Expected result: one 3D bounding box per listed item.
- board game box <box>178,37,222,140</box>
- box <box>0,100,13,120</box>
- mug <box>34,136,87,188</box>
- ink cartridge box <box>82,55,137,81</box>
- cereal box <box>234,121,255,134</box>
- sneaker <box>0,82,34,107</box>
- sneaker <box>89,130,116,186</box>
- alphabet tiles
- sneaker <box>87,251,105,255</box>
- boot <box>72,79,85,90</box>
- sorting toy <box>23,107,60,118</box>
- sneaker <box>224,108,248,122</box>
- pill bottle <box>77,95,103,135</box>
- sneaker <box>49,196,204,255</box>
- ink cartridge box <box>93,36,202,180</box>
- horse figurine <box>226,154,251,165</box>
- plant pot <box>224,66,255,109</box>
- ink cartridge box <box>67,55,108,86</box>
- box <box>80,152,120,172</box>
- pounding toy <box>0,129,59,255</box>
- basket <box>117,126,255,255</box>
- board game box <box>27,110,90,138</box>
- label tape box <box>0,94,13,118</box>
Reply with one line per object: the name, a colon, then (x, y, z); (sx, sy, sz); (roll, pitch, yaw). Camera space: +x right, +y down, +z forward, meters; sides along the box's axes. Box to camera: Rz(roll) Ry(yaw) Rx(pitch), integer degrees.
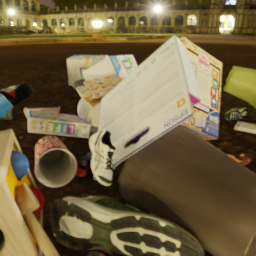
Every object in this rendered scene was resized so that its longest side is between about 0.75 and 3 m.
board game box: (1.957, -1.085, 8.309); (1.926, 2.542, 0.589); (19, -18, -35)
box: (-5.257, -0.751, 11.798); (0.650, 0.824, 0.210); (1, 18, -1)
mug: (-1.981, 0.941, 7.727); (1.041, 1.385, 1.560); (-41, 26, -8)
ink cartridge box: (-0.612, -2.323, 13.448); (1.745, 1.754, 2.390); (-22, 5, 29)
cereal box: (4.634, -0.009, 10.817); (0.902, 0.178, 0.649); (13, 25, 29)
sneaker: (-5.939, -1.331, 13.427); (1.319, 0.994, 2.822); (-14, 17, 37)
sneaker: (-0.477, 0.580, 5.692); (0.506, 1.154, 0.436); (-30, -26, 32)
alphabet tiles: (-0.925, -1.522, 10.463); (1.917, 0.140, 1.875); (-16, 31, -16)
sneaker: (-0.272, 2.447, 4.503); (1.129, 0.377, 0.605); (12, 32, 18)
boot: (-2.031, -2.288, 15.879); (2.065, 0.824, 2.271); (-5, 16, -15)
sorting toy: (-3.479, -0.571, 11.651); (1.380, 0.737, 1.242); (-3, 15, -8)
sneaker: (4.475, -0.574, 11.898); (1.472, 0.544, 0.596); (-8, 15, -38)
pill bottle: (-0.778, -0.333, 9.860); (1.481, 1.481, 2.589); (-9, 23, -22)
sneaker: (0.009, 1.788, 5.348); (2.937, 1.129, 1.301); (12, 14, 21)
ink cartridge box: (0.346, -0.415, 6.583); (0.616, 2.795, 2.846); (33, 37, -31)
horse figurine: (2.682, 0.924, 8.165); (1.566, 0.391, 1.038); (-5, 27, -33)
plant pot: (4.969, -1.839, 11.805); (1.545, 1.681, 1.681); (20, 25, 9)
ink cartridge box: (-2.500, -3.678, 17.887); (2.302, 1.681, 1.689); (2, 23, 5)
box: (-0.726, 0.915, 8.081); (0.946, 0.257, 1.180); (7, 11, 13)
pounding toy: (-2.050, 1.502, 4.796); (1.708, 2.211, 2.402); (-17, 25, -10)
basket: (1.501, 1.319, 5.512); (2.388, 1.801, 2.649); (-26, 36, -27)
board game box: (-2.474, -0.175, 9.569); (1.809, 0.461, 2.691); (6, 6, -20)
label tape box: (-5.139, -0.835, 9.929); (1.782, 0.589, 1.277); (31, 70, 32)
